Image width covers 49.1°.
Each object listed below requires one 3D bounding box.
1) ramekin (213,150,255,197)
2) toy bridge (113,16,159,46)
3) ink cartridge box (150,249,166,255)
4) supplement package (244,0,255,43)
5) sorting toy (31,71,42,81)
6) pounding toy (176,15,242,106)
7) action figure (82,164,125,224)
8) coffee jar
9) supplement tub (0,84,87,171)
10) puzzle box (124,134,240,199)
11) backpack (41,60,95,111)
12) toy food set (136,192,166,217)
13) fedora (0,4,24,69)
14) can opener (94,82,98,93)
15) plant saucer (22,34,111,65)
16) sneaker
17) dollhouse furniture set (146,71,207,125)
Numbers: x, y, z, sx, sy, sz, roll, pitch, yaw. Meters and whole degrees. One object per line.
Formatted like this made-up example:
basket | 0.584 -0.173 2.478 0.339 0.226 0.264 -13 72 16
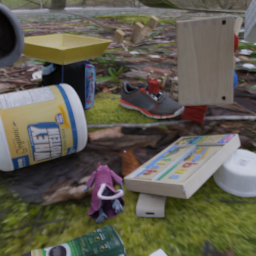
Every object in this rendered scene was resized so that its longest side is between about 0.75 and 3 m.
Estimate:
ramekin | 3.043 1.162 7.578 1.354 0.660 1.354 0 29 0
toy bridge | 0.276 -3.202 9.528 0.298 0.736 2.190 41 48 13
ink cartridge box | 0.554 2.923 4.441 1.136 0.659 1.569 -18 34 -29
supplement package | 3.181 -2.432 6.324 0.864 0.665 0.904 13 68 1
sorting toy | -4.288 -2.716 14.452 1.390 0.825 1.544 -12 31 -5
pounding toy | 2.542 -2.112 8.376 1.998 2.587 2.810 -1 10 14
action figure | -0.655 1.397 6.761 1.069 1.188 1.596 -9 44 -4
coffee jar | -1.021 2.500 4.985 1.926 0.822 1.004 -11 18 -20
supplement tub | -2.916 0.000 8.135 2.973 2.150 2.150 -15 33 -24
puzzle box | 1.510 0.908 7.544 1.930 0.369 2.902 -5 18 46
backpack | -2.605 -1.868 11.538 1.665 2.260 2.475 -7 18 -32
toy food set | 0.611 1.811 6.888 0.666 0.280 0.928 -4 26 17
fedora | -2.238 -1.581 4.820 0.963 1.089 0.492 -26 14 4
can opener | -1.836 -2.198 13.555 0.809 0.652 2.057 -4 30 -6
plant saucer | -2.109 -2.546 9.008 2.332 0.565 2.332 18 29 29
sneaker | 0.853 -1.212 11.259 2.865 1.173 1.104 15 33 25
dollhouse furniture set | 1.859 -1.253 11.105 2.705 1.100 1.456 17 33 15
